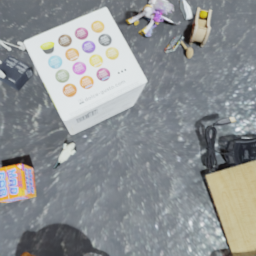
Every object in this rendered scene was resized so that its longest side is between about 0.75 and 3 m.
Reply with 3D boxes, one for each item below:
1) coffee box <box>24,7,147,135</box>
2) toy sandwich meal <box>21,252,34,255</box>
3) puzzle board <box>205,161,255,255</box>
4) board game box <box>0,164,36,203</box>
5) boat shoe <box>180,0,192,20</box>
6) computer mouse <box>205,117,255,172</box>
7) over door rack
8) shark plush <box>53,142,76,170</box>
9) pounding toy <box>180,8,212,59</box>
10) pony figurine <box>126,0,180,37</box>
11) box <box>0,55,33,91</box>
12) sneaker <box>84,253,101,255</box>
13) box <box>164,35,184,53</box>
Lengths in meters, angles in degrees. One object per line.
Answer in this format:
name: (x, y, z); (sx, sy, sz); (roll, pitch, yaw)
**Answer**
coffee box: (-1.394, -1.711, 9.450); (2.759, 2.763, 2.732); (-27, 84, -10)
toy sandwich meal: (-2.090, 4.676, 8.054); (2.911, 0.997, 2.911); (1, 111, 1)
puzzle board: (4.033, 2.669, 9.338); (2.139, 0.247, 2.838); (-16, 77, -1)
board game box: (-3.794, 1.867, 9.324); (1.034, 1.035, 1.034); (-12, 74, -1)
boat shoe: (2.529, -5.146, 12.175); (0.338, 0.373, 1.013); (-9, 81, -17)
computer mouse: (3.901, 0.458, 9.866); (2.617, 0.602, 1.838); (-9, 99, 2)
over door rack: (-5.079, -2.716, 11.023); (2.065, 0.688, 1.525); (18, 71, 29)
shark plush: (-2.235, 1.031, 9.977); (0.513, 0.470, 1.128); (25, 82, -11)
pounding toy: (2.647, -3.962, 11.292); (1.178, 1.174, 2.053); (13, 71, 4)
pony figurine: (1.083, -4.651, 11.559); (1.761, 1.519, 1.824); (41, 91, 22)
box: (-4.476, -2.144, 10.964); (1.044, 0.544, 0.951); (30, 67, 10)
sneaker: (-0.682, 4.696, 8.510); (2.051, 0.766, 0.841); (35, 102, 15)
box: (1.871, -3.429, 11.463); (0.155, 0.532, 0.778); (43, 73, -24)
